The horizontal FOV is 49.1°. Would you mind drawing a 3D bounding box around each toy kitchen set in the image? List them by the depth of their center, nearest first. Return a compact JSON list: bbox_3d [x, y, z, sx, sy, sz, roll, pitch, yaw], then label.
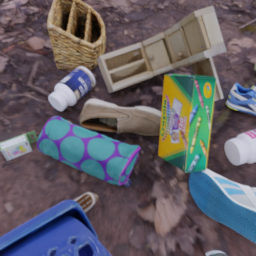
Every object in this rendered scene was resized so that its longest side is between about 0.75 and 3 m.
[{"bbox_3d":[0.992,-1.530,8.194,2.678,2.969,2.422,-22,99,-15],"label":"toy kitchen set"}]

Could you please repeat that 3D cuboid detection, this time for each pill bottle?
[{"bbox_3d":[3.361,0.468,7.396,1.433,0.812,0.812,-16,52,-13],"label":"pill bottle"},{"bbox_3d":[-1.768,-1.197,8.763,0.810,0.810,1.458,28,58,21],"label":"pill bottle"}]

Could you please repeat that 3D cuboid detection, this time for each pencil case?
[{"bbox_3d":[-1.008,0.562,7.160,2.554,1.087,1.180,20,18,17],"label":"pencil case"}]

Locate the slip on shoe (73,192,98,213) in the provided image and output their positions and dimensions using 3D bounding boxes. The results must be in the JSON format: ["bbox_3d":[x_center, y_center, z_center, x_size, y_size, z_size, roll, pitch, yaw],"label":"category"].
[{"bbox_3d":[-1.183,1.829,6.441,1.149,0.348,0.437,-37,75,15],"label":"slip on shoe"}]

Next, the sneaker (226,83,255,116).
[{"bbox_3d":[3.846,-0.792,8.227,1.861,0.766,0.688,19,32,29],"label":"sneaker"}]

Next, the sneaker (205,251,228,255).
[{"bbox_3d":[1.187,3.195,4.909,0.934,1.098,2.406,26,64,22],"label":"sneaker"}]

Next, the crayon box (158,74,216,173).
[{"bbox_3d":[1.374,-0.177,6.818,0.638,2.190,1.301,-2,12,-22],"label":"crayon box"}]

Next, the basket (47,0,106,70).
[{"bbox_3d":[-1.710,-3.524,10.011,1.770,1.848,2.481,0,50,0],"label":"basket"}]

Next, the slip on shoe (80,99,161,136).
[{"bbox_3d":[-0.114,-0.154,7.750,2.520,0.958,0.763,15,46,7],"label":"slip on shoe"}]

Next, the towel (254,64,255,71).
[{"bbox_3d":[5.157,-2.075,9.667,1.577,0.288,1.170,-33,63,-32],"label":"towel"}]

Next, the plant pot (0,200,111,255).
[{"bbox_3d":[-1.212,2.591,4.911,2.003,2.003,1.801,-28,50,-14],"label":"plant pot"}]

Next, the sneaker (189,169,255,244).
[{"bbox_3d":[2.435,1.668,6.347,0.976,0.925,2.417,-11,32,-40],"label":"sneaker"}]

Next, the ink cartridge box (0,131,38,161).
[{"bbox_3d":[-2.923,0.482,7.601,0.960,0.498,0.285,-22,56,-18],"label":"ink cartridge box"}]
